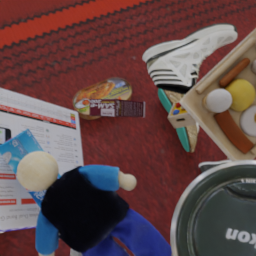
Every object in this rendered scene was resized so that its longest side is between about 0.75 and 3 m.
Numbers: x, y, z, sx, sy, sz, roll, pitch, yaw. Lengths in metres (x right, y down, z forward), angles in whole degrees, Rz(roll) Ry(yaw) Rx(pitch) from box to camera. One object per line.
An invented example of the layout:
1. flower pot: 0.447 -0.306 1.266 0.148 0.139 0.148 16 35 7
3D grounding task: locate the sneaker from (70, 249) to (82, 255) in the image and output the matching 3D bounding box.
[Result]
1. sneaker: -1.094 2.707 7.252 0.525 0.576 1.405 19 59 12

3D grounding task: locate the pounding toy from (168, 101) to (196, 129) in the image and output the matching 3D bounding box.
1. pounding toy: 1.454 -0.473 6.967 0.776 0.552 0.714 -11 39 40

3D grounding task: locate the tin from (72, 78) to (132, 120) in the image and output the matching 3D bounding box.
1. tin: -0.876 -1.027 9.812 2.145 0.449 1.201 -25 56 -15

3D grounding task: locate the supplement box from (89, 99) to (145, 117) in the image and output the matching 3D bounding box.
1. supplement box: -0.227 -0.458 6.681 0.735 1.350 0.411 3 93 30

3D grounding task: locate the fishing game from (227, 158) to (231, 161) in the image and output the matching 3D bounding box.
1. fishing game: 3.490 1.399 8.344 0.962 0.209 1.344 -6 57 -7

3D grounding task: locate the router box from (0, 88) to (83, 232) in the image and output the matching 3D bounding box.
1. router box: -2.158 0.662 5.651 0.718 2.940 2.639 -20 68 30

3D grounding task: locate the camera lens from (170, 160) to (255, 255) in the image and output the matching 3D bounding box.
1. camera lens: 1.964 1.854 4.510 2.176 2.720 2.176 -8 65 18

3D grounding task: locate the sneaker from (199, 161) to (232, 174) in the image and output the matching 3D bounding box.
1. sneaker: 2.740 1.315 8.288 1.192 0.422 0.591 -6 59 3

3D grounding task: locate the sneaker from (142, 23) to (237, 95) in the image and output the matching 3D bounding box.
1. sneaker: 1.474 -1.382 6.079 2.108 0.795 1.213 -19 77 3

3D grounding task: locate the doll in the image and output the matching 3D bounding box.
1. doll: -0.550 1.514 4.328 2.010 0.714 2.946 -41 105 3

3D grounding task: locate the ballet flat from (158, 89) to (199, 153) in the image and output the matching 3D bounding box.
1. ballet flat: 1.816 -0.449 9.123 0.874 0.944 2.677 -14 60 -9

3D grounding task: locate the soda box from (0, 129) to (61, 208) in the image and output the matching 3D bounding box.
1. soda box: -1.615 0.759 4.915 0.454 0.480 1.414 -29 102 12

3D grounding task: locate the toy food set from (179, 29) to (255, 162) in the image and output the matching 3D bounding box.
1. toy food set: 2.517 -0.643 5.296 2.645 0.799 1.898 -43 92 -2
